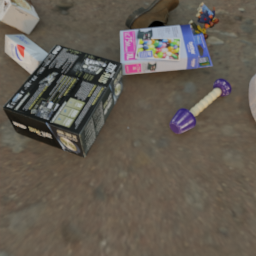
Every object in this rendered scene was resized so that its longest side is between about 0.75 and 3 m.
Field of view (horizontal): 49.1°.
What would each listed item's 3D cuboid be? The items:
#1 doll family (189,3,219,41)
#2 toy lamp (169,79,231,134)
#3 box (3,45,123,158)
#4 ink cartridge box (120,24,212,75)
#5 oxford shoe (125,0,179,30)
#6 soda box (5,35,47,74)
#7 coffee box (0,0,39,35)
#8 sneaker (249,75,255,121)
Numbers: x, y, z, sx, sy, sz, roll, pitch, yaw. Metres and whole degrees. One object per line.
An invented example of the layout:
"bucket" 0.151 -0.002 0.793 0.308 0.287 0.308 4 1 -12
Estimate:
"doll family" 2.825 -3.835 10.464 0.983 0.667 1.700 31 95 -15
"toy lamp" 2.171 -0.656 8.468 0.699 0.699 2.402 38 61 24
"box" -1.724 -0.888 8.263 2.322 1.221 2.835 18 56 12
"ink cartridge box" 1.214 -2.682 9.436 2.970 0.623 1.772 -3 54 1
"oxford shoe" 1.207 -4.353 11.062 1.146 0.986 2.714 45 68 10
"soda box" -3.397 -2.481 9.581 2.041 0.647 0.697 39 38 26
"coffee box" -4.438 -4.774 10.993 0.825 1.183 2.069 -44 54 23
"sneaker" 4.704 -0.338 7.952 1.661 1.150 2.964 -14 75 -18
